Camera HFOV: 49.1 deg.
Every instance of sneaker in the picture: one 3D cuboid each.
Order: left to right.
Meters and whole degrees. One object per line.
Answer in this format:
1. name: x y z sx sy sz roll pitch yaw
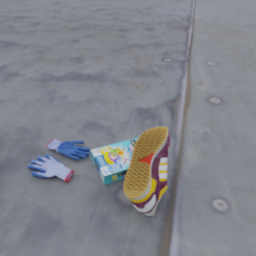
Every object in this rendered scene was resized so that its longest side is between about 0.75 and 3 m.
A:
1. sneaker: 0.605 1.039 7.210 0.896 1.077 2.390 -2 44 32

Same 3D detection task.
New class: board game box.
1. board game box: -0.164 0.917 8.152 1.557 0.365 1.176 -15 38 -19

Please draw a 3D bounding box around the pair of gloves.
1. pair of gloves: -2.007 0.899 8.331 1.439 0.204 1.790 16 40 18
